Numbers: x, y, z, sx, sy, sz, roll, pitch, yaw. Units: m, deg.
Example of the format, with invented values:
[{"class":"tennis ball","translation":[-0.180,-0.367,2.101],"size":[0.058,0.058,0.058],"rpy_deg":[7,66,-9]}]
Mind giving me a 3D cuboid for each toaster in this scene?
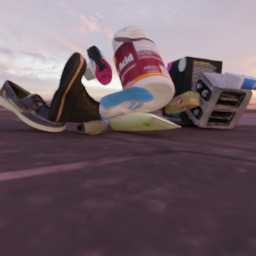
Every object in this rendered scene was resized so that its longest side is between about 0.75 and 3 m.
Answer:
[{"class":"toaster","translation":[3.061,-0.900,9.445],"size":[1.820,1.646,1.080],"rpy_deg":[3,39,-17]}]

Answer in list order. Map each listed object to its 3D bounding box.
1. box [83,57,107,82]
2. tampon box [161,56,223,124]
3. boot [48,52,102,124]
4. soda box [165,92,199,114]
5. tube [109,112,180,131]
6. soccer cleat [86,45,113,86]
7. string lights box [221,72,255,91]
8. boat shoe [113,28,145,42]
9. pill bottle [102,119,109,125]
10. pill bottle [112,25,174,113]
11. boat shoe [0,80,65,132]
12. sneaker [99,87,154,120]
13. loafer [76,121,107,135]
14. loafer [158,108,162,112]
[{"class":"box","translation":[-1.375,-2.514,11.550],"size":[0.471,0.566,1.377],"rpy_deg":[-14,32,33]},{"class":"tampon box","translation":[2.471,-1.404,11.153],"size":[1.564,2.478,1.857],"rpy_deg":[4,3,-17]},{"class":"boot","translation":[-1.210,-0.973,8.136],"size":[1.662,0.931,2.402],"rpy_deg":[14,-41,-24]},{"class":"soda box","translation":[1.759,-0.807,9.280],"size":[0.437,0.413,1.289],"rpy_deg":[9,-15,-27]},{"class":"tube","translation":[0.323,-0.179,8.280],"size":[0.728,0.651,2.508],"rpy_deg":[-31,19,-31]},{"class":"soccer cleat","translation":[-0.905,-2.109,9.828],"size":[0.634,1.814,0.783],"rpy_deg":[-27,-26,6]},{"class":"string lights box","translation":[3.218,-1.282,7.836],"size":[1.105,0.326,0.568],"rpy_deg":[0,26,-33]},{"class":"boat shoe","translation":[0.007,-2.499,7.474],"size":[1.005,0.328,0.370],"rpy_deg":[-13,-1,-38]},{"class":"pill bottle","translation":[-1.033,-0.451,9.778],"size":[0.674,0.674,1.188],"rpy_deg":[-1,21,-6]},{"class":"pill bottle","translation":[0.359,-1.921,8.885],"size":[1.496,2.621,1.496],"rpy_deg":[-12,-32,-8]},{"class":"boat shoe","translation":[-3.123,-0.723,9.019],"size":[2.637,0.854,0.948],"rpy_deg":[28,22,16]},{"class":"sneaker","translation":[-0.030,-0.490,5.699],"size":[1.197,0.458,0.483],"rpy_deg":[-14,-35,-21]},{"class":"loafer","translation":[-1.087,0.018,8.123],"size":[1.066,0.405,0.359],"rpy_deg":[-9,1,34]},{"class":"loafer","translation":[1.724,-1.223,12.614],"size":[2.785,0.939,1.059],"rpy_deg":[18,29,-8]}]
